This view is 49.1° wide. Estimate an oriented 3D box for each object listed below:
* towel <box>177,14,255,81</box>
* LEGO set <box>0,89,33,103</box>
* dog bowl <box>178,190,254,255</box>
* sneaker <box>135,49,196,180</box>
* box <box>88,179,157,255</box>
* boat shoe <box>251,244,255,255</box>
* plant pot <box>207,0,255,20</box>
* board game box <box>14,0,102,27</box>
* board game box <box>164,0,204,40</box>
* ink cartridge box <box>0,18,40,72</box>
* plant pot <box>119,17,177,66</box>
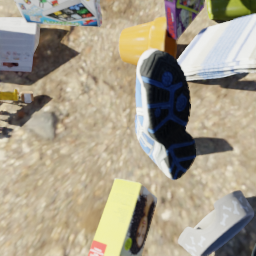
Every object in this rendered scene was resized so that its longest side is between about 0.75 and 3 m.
[{"bbox_3d":[2.257,-1.610,5.321,2.725,0.324,2.001,1,44,44],"label":"towel"},{"bbox_3d":[-3.923,-0.703,8.420,2.071,0.771,0.953,-39,108,-19],"label":"LEGO set"},{"bbox_3d":[1.739,1.916,5.413,1.599,1.599,0.469,-31,55,-11],"label":"dog bowl"},{"bbox_3d":[0.456,-0.139,4.734,0.961,2.539,0.978,-37,45,-24],"label":"sneaker"},{"bbox_3d":[-0.233,2.425,5.390,0.674,1.012,2.690,6,64,32],"label":"box"},{"bbox_3d":[3.319,3.660,6.550,0.882,0.736,2.364,19,68,9],"label":"boat shoe"},{"bbox_3d":[3.446,-4.281,9.391,1.468,1.524,1.524,-8,68,10],"label":"plant pot"},{"bbox_3d":[-1.468,-2.623,5.783,1.733,1.094,0.300,5,65,5],"label":"board game box"},{"bbox_3d":[1.430,-3.818,6.976,0.443,2.745,1.648,30,67,28],"label":"board game box"},{"bbox_3d":[-3.773,-2.726,9.315,1.467,0.457,1.824,3,85,1],"label":"ink cartridge box"},{"bbox_3d":[0.591,-2.520,8.619,1.490,1.627,1.627,6,68,21],"label":"plant pot"}]
